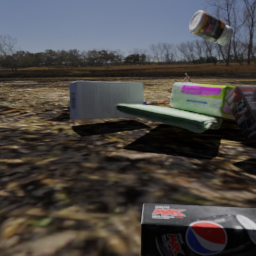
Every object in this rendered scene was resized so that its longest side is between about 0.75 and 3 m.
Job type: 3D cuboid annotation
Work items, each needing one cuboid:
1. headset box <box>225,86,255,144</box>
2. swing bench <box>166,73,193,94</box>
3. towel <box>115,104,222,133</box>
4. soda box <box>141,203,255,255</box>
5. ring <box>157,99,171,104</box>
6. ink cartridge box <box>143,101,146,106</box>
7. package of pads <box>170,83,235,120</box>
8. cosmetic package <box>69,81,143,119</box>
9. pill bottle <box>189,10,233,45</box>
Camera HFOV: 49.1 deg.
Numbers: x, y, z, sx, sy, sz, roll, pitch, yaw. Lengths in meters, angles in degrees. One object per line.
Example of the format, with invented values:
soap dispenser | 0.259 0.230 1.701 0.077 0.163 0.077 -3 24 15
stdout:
headset box | 2.954 -0.391 6.378 1.030 0.520 1.386 -3 57 -19
swing bench | 2.174 -1.438 10.742 0.650 1.002 0.997 -50 9 -15
towel | 1.175 -0.263 6.932 2.018 0.309 2.646 15 9 25
soda box | 0.683 0.955 2.550 1.124 0.356 0.398 1 12 5
ring | 1.640 -1.074 11.280 0.924 0.089 0.924 -11 8 2
ink cartridge box | -0.178 -0.942 11.179 1.703 0.376 0.800 10 15 39
package of pads | 2.760 -0.727 8.172 2.452 0.836 1.894 6 7 -37
cosmetic package | -0.618 -0.815 8.232 2.078 1.054 0.740 -2 6 -28
pill bottle | 1.793 -2.146 6.057 0.850 0.495 0.495 16 7 -19
